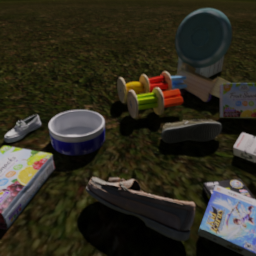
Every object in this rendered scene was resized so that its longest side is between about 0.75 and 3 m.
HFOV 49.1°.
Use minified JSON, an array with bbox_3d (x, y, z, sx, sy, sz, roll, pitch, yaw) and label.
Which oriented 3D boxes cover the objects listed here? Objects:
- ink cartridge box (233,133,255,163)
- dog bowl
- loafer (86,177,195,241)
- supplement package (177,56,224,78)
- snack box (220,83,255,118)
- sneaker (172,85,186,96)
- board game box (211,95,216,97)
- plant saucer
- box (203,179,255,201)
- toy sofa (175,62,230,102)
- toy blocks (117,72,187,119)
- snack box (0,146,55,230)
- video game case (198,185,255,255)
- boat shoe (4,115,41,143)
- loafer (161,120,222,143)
[{"bbox_3d":[3.625,0.606,8.162,0.895,0.376,0.651,22,61,36],"label":"ink cartridge box"},{"bbox_3d":[-1.615,0.115,8.952,1.742,0.686,1.742,0,30,0],"label":"dog bowl"},{"bbox_3d":[0.242,1.528,6.168,2.560,0.805,0.920,20,2,27],"label":"loafer"},{"bbox_3d":[3.707,-3.379,14.184,1.341,1.346,2.294,25,39,36],"label":"supplement package"},{"bbox_3d":[4.128,-0.991,10.198,1.479,1.248,0.501,0,0,2],"label":"snack box"},{"bbox_3d":[2.249,-1.691,12.379,0.590,0.386,1.021,6,39,-4],"label":"sneaker"},{"bbox_3d":[3.929,-1.548,12.288,0.976,0.137,0.660,20,36,29],"label":"board game box"},{"bbox_3d":[3.315,-4.106,12.784,2.678,2.678,0.367,21,15,31],"label":"plant saucer"},{"bbox_3d":[2.458,1.636,6.851,1.006,0.223,0.806,-5,31,-8],"label":"box"},{"bbox_3d":[3.160,-1.924,12.292,0.973,1.146,2.349,13,18,-39],"label":"toy sofa"},{"bbox_3d":[1.277,-1.414,11.114,2.924,1.062,2.437,-10,32,-15],"label":"toy blocks"},{"bbox_3d":[-3.057,1.354,6.971,1.545,0.576,2.173,7,31,14],"label":"snack box"},{"bbox_3d":[2.240,1.949,5.984,1.142,0.286,1.260,18,45,21],"label":"video game case"},{"bbox_3d":[-3.575,-0.028,9.399,0.524,0.476,1.425,16,34,25],"label":"boat shoe"},{"bbox_3d":[2.020,-0.003,9.090,1.993,0.750,0.694,-3,35,-5],"label":"loafer"}]
